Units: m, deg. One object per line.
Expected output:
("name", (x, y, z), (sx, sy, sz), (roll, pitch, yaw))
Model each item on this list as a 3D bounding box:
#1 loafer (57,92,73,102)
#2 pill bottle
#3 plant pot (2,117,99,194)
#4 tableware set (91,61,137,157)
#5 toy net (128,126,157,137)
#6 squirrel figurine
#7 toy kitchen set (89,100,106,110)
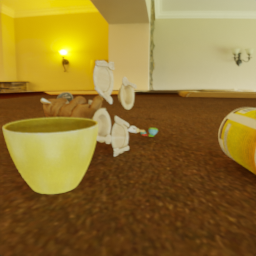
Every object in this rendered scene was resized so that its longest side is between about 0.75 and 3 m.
("loafer", (-2.466, -0.421, 10.945), (0.741, 1.958, 0.669), (1, -11, -8))
("pill bottle", (3.469, 0.431, 6.779), (1.588, 1.588, 2.907), (-1, 11, -5))
("plant pot", (-1.649, 0.609, 6.266), (2.016, 1.431, 2.016), (-1, 11, 0))
("tableware set", (-0.413, -0.559, 8.512), (0.326, 2.810, 2.348), (1, -10, 28))
("toy net", (0.521, 0.113, 11.146), (1.244, 0.240, 0.653), (10, -13, -13))
("squirrel figurine", (-2.116, -0.243, 9.176), (2.015, 1.528, 2.159), (22, 53, 18))
("toy kitchen set", (-1.661, -1.064, 16.166), (1.212, 1.096, 1.343), (-6, 12, -31))
